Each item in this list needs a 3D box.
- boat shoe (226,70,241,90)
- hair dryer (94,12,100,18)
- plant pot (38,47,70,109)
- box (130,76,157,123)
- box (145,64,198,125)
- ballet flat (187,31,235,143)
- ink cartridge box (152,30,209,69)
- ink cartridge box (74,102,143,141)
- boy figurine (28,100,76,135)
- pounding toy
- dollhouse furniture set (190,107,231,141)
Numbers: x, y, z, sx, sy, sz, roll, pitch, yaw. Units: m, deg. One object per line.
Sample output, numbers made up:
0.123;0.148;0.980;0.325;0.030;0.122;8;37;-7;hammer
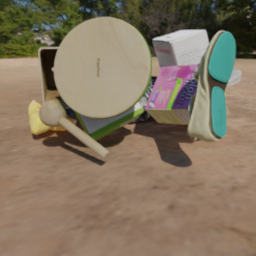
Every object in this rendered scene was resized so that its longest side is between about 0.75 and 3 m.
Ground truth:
2.790;-1.280;8.250;1.215;0.399;0.437;-31;40;-10;boat shoe
-0.905;-3.062;9.910;0.713;1.999;2.625;-33;17;12;hair dryer
-1.777;-1.608;8.286;1.680;1.678;1.487;-7;24;-20;plant pot
0.424;-1.046;9.851;1.488;1.463;0.923;-10;16;-30;box
1.450;-0.866;7.292;1.581;1.390;0.764;5;-25;41;box
1.565;-0.821;5.500;0.783;2.253;0.783;12;-14;3;ballet flat
1.957;-1.707;9.291;1.186;2.844;2.065;-21;21;-4;ink cartridge box
-0.807;-0.937;7.661;1.585;2.145;0.812;-27;-5;-13;ink cartridge box
-2.431;-0.439;8.733;1.548;0.802;2.489;27;16;3;boy figurine
-0.597;-0.996;6.665;2.208;2.860;1.327;28;5;13;pounding toy
2.162;-0.329;7.973;1.272;0.621;1.085;-35;6;16;dollhouse furniture set
